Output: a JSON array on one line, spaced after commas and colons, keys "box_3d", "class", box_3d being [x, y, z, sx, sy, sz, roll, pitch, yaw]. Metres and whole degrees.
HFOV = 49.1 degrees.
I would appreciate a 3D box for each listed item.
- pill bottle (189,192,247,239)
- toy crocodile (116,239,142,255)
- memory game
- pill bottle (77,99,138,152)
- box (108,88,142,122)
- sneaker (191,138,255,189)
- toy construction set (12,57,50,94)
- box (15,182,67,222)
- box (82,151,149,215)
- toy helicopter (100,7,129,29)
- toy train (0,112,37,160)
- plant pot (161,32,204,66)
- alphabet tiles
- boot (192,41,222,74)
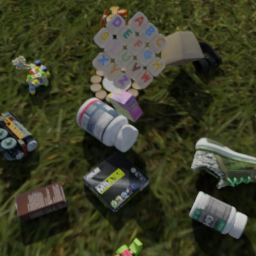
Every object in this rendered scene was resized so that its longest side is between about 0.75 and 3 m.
[{"box_3d": [2.588, 2.531, 8.108, 1.432, 0.810, 0.810, 24, 56, 18], "class": "pill bottle"}, {"box_3d": [-0.344, 3.622, 7.431, 1.745, 0.539, 0.589, -28, 57, -19], "class": "toy crocodile"}, {"box_3d": [-0.482, -1.912, 11.928, 2.300, 0.147, 2.300, -1, 54, 1], "class": "memory game"}, {"box_3d": [-0.706, -0.065, 9.886, 2.020, 1.208, 1.208, 34, 59, 22], "class": "pill bottle"}, {"box_3d": [-0.087, -0.723, 8.824, 0.785, 0.893, 0.432, 28, 70, 42], "class": "box"}, {"box_3d": [3.339, 1.482, 8.962, 2.930, 1.127, 1.298, 24, 72, 22], "class": "sneaker"}, {"box_3d": [-4.067, -2.319, 11.940, 1.198, 0.841, 1.826, -34, 70, -23], "class": "toy construction set"}, {"box_3d": [-2.639, 2.250, 8.526, 1.390, 0.521, 0.696, -15, 54, -14], "class": "box"}, {"box_3d": [-0.395, 1.701, 9.030, 1.592, 0.378, 1.537, -36, 63, -25], "class": "box"}, {"box_3d": [-0.780, -5.892, 14.829, 1.468, 0.875, 2.219, -11, 42, 3], "class": "toy helicopter"}, {"box_3d": [-4.144, 0.267, 9.899, 2.051, 0.874, 1.169, 36, 51, 25], "class": "toy train"}, {"box_3d": [2.167, -3.321, 11.732, 1.309, 1.310, 1.160, -13, 94, -35], "class": "plant pot"}, {"box_3d": [0.071, -2.970, 11.105, 2.840, 0.207, 2.778, 44, 98, -11], "class": "alphabet tiles"}, {"box_3d": [3.332, -3.235, 12.715, 1.220, 0.614, 1.632, -23, 56, -17], "class": "boot"}]
